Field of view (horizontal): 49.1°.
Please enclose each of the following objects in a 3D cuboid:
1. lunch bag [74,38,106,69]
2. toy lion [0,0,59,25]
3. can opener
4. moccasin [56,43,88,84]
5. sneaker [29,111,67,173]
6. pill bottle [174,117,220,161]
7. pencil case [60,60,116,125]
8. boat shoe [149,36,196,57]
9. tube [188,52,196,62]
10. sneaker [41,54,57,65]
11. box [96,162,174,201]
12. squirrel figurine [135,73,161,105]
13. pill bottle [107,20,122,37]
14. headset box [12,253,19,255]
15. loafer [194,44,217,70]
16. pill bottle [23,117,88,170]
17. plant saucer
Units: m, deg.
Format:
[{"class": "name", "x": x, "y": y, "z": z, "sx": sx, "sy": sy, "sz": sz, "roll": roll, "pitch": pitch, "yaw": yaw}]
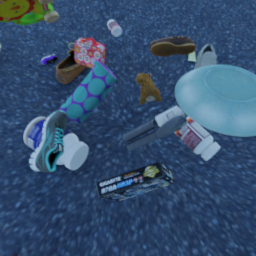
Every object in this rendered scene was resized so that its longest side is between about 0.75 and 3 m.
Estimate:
[{"class": "lunch bag", "x": -1.468, "y": -2.889, "z": 10.693, "sx": 1.264, "sy": 1.114, "sz": 0.518, "roll": 23, "pitch": 41, "yaw": 18}, {"class": "toy lion", "x": -3.770, "y": -4.289, "z": 9.899, "sx": 2.348, "sy": 2.449, "sz": 0.841, "roll": -23, "pitch": 90, "yaw": -9}, {"class": "can opener", "x": 0.543, "y": 0.084, "z": 6.794, "sx": 0.667, "sy": 1.996, "sz": 0.532, "roll": -20, "pitch": 83, "yaw": -50}, {"class": "moccasin", "x": -2.362, "y": -3.230, "z": 12.885, "sx": 1.019, "sy": 1.075, "sz": 2.786, "roll": 28, "pitch": 57, "yaw": 21}, {"class": "sneaker", "x": -2.037, "y": 0.429, "z": 7.848, "sx": 0.843, "sy": 0.717, "sz": 1.848, "roll": 15, "pitch": 84, "yaw": 39}, {"class": "pill bottle", "x": 1.987, "y": 0.313, "z": 8.072, "sx": 0.683, "sy": 0.683, "sz": 1.247, "roll": -33, "pitch": 67, "yaw": -23}, {"class": "pencil case", "x": -1.229, "y": -1.085, "z": 8.627, "sx": 2.004, "sy": 0.853, "sz": 0.926, "roll": -49, "pitch": 64, "yaw": 13}, {"class": "boat shoe", "x": 1.766, "y": -3.391, "z": 11.514, "sx": 2.037, "sy": 0.717, "sz": 0.716, "roll": -5, "pitch": 57, "yaw": -22}, {"class": "tube", "x": 3.126, "y": -3.619, "z": 13.754, "sx": 0.290, "sy": 0.259, "sz": 0.999, "roll": -21, "pitch": 46, "yaw": 34}, {"class": "sneaker", "x": -3.743, "y": -3.218, "z": 13.379, "sx": 0.848, "sy": 0.295, "sz": 0.422, "roll": -37, "pitch": 61, "yaw": -26}, {"class": "box", "x": 0.229, "y": 1.439, "z": 7.289, "sx": 1.738, "sy": 1.382, "sz": 0.400, "roll": -21, "pitch": 67, "yaw": 12}, {"class": "squirrel figurine", "x": 0.640, "y": -1.458, "z": 9.418, "sx": 0.757, "sy": 1.069, "sz": 0.998, "roll": -11, "pitch": 63, "yaw": 6}, {"class": "pill bottle", "x": -0.590, "y": -4.220, "z": 11.814, "sx": 0.439, "sy": 0.439, "sz": 0.769, "roll": -17, "pitch": 51, "yaw": -13}, {"class": "headset box", "x": -2.335, "y": 4.086, "z": 6.956, "sx": 1.739, "sy": 1.294, "sz": 0.672, "roll": 32, "pitch": 58, "yaw": 23}, {"class": "loafer", "x": 2.977, "y": -2.518, "z": 10.674, "sx": 0.778, "sy": 0.776, "sz": 2.224, "roll": 15, "pitch": 41, "yaw": -1}, {"class": "pill bottle", "x": -2.501, "y": 0.558, "z": 9.807, "sx": 2.090, "sy": 1.209, "sz": 1.209, "roll": 28, "pitch": 57, "yaw": 19}, {"class": "plant saucer", "x": 2.254, "y": -0.828, "z": 6.246, "sx": 2.378, "sy": 0.458, "sz": 2.378, "roll": 2, "pitch": 46, "yaw": -2}]
